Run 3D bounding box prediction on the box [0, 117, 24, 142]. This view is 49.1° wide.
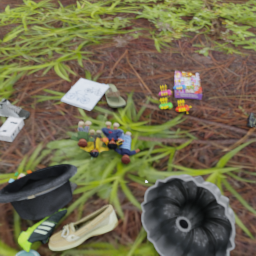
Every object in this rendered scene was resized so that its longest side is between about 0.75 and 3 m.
[{"bbox_3d":[-4.724,0.051,11.262,0.610,0.314,1.046,8,45,8],"label":"box"}]

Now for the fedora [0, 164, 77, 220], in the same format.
[{"bbox_3d":[-2.573,1.988,8.434,2.410,1.100,2.410,-15,12,3],"label":"fedora"}]

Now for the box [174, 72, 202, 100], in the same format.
[{"bbox_3d":[2.852,-2.058,13.432,1.212,0.346,1.771,4,44,4],"label":"box"}]

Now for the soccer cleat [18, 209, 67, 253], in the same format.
[{"bbox_3d":[-2.392,2.956,8.166,1.578,0.533,0.639,-30,78,-34],"label":"soccer cleat"}]

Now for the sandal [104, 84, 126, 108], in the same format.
[{"bbox_3d":[-0.688,-1.510,12.736,0.732,0.526,1.843,-16,46,-16],"label":"sandal"}]

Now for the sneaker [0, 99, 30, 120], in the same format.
[{"bbox_3d":[-4.918,-0.824,11.799,1.441,0.832,0.541,7,44,8],"label":"sneaker"}]

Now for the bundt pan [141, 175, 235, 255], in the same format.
[{"bbox_3d":[1.656,2.376,7.481,2.557,2.557,0.960,29,25,27],"label":"bundt pan"}]

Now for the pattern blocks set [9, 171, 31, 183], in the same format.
[{"bbox_3d":[-3.562,1.806,9.603,0.922,0.075,0.811,20,47,19],"label":"pattern blocks set"}]

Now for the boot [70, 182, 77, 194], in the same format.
[{"bbox_3d":[-2.137,1.989,9.324,0.787,0.275,0.518,18,41,5],"label":"boot"}]

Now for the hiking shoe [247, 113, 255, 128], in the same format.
[{"bbox_3d":[5.201,-0.284,11.685,0.404,0.304,0.802,27,51,3],"label":"hiking shoe"}]

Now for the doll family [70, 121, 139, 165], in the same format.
[{"bbox_3d":[-0.809,0.576,10.281,2.506,0.983,1.449,-1,39,-5],"label":"doll family"}]

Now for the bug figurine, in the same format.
[{"bbox_3d":[2.050,-1.317,12.470,1.380,0.458,1.779,-4,57,8],"label":"bug figurine"}]

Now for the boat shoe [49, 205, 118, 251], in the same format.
[{"bbox_3d":[-1.306,2.793,7.888,1.997,0.628,0.728,-19,13,-4],"label":"boat shoe"}]

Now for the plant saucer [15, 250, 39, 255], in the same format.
[{"bbox_3d":[-2.809,3.714,7.587,0.866,0.119,0.866,0,43,0],"label":"plant saucer"}]

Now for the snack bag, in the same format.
[{"bbox_3d":[-1.980,-1.594,12.982,1.641,0.186,1.740,17,52,19],"label":"snack bag"}]
